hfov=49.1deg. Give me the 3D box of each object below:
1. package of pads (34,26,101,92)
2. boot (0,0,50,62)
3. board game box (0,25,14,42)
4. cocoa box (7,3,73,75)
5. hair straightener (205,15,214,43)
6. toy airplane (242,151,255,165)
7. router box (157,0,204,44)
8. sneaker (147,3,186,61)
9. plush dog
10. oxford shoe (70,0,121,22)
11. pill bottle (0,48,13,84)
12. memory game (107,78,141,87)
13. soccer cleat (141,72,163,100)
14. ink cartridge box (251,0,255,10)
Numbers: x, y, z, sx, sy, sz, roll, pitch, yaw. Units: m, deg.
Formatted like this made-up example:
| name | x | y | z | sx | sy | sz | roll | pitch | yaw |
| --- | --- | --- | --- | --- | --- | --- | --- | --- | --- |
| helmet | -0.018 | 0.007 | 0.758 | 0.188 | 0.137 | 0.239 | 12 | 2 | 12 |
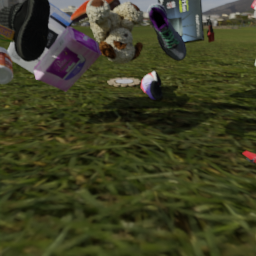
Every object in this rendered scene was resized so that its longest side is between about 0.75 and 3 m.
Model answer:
| name | x | y | z | sx | sy | sz | roll | pitch | yaw |
| --- | --- | --- | --- | --- | --- | --- | --- | --- | --- |
| package of pads | -1.891 | -2.051 | 8.599 | 1.182 | 1.961 | 0.742 | 20 | 42 | -43 |
| boot | -2.857 | -2.500 | 7.378 | 1.496 | 2.001 | 0.753 | -7 | -26 | 29 |
| board game box | -4.104 | -2.701 | 7.254 | 2.725 | 0.408 | 1.302 | 24 | 7 | 37 |
| cocoa box | -3.063 | -3.148 | 9.788 | 1.381 | 2.071 | 1.359 | 31 | 39 | -16 |
| hair straightener | 2.934 | -3.673 | 10.202 | 0.270 | 0.508 | 1.320 | -15 | -21 | 19 |
| toy airplane | 3.651 | 0.800 | 7.591 | 0.978 | 0.180 | 0.978 | 0 | 24 | 0 |
| router box | 1.990 | -4.237 | 10.568 | 1.559 | 2.081 | 0.646 | -4 | 11 | 21 |
| sneaker | 0.974 | -2.389 | 7.252 | 0.609 | 1.636 | 0.716 | -29 | 20 | 22 |
| plush dog | -0.357 | -2.224 | 6.916 | 1.617 | 1.389 | 1.297 | -14 | -12 | -40 |
| oxford shoe | -1.002 | -3.446 | 8.435 | 1.899 | 0.689 | 0.676 | 0 | 55 | 42 |
| pill bottle | -3.956 | -1.960 | 8.688 | 0.671 | 0.671 | 1.196 | -8 | 49 | -18 |
| memory game | -0.220 | -2.549 | 15.627 | 1.876 | 0.119 | 1.876 | -1 | 23 | 0 |
| soccer cleat | 1.053 | -1.913 | 13.438 | 0.965 | 0.899 | 2.636 | -23 | 25 | 18 |
| ink cartridge box | 4.859 | -3.874 | 9.281 | 1.015 | 0.589 | 1.376 | 24 | 33 | -17 |
